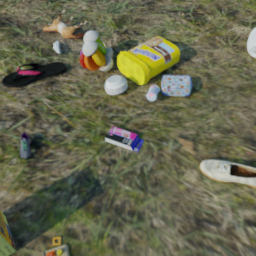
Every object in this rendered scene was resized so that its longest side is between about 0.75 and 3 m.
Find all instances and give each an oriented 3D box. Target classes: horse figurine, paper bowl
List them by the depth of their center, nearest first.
[{"bbox_3d":[-0.543,-1.871,11.932,0.977,0.508,0.977,-11,38,9],"label":"paper bowl"},{"bbox_3d":[-3.256,-5.356,14.936,2.523,0.630,1.672,34,69,19],"label":"horse figurine"}]

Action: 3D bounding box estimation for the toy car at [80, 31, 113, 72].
[{"bbox_3d":[-1.606,-3.379,12.946,1.376,1.606,1.836,-27,45,26],"label":"toy car"}]

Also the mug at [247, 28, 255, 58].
[{"bbox_3d":[6.520,-3.946,13.568,1.558,1.151,1.366,38,56,-9],"label":"mug"}]

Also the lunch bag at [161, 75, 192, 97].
[{"bbox_3d":[2.105,-1.847,12.082,1.337,0.505,1.071,4,47,4],"label":"lunch bag"}]

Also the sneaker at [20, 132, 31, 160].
[{"bbox_3d":[-3.712,0.634,9.984,0.381,0.448,1.023,-11,50,-10],"label":"sneaker"}]

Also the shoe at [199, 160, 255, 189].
[{"bbox_3d":[3.534,1.427,9.193,2.303,0.615,0.805,13,51,11],"label":"shoe"}]

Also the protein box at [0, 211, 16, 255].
[{"bbox_3d":[-4.173,2.853,7.214,1.775,1.763,1.198,-25,54,-20],"label":"protein box"}]

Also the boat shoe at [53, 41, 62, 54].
[{"bbox_3d":[-3.567,-3.962,14.026,0.345,0.380,1.033,-20,42,4],"label":"boat shoe"}]

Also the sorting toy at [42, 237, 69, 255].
[{"bbox_3d":[-1.969,3.582,7.648,0.704,0.170,1.250,-14,51,-11],"label":"sorting toy"}]

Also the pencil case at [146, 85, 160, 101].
[{"bbox_3d":[1.047,-1.449,11.634,0.432,0.396,0.952,17,32,8],"label":"pencil case"}]

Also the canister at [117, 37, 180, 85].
[{"bbox_3d":[0.966,-3.159,12.859,2.415,1.045,1.794,-34,57,-27],"label":"canister"}]

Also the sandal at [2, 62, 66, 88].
[{"bbox_3d":[-4.260,-2.580,12.593,2.884,0.650,1.083,-21,53,-17],"label":"sandal"}]

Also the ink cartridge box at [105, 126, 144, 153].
[{"bbox_3d":[-0.128,0.417,10.329,1.328,0.246,0.629,20,52,13],"label":"ink cartridge box"}]
